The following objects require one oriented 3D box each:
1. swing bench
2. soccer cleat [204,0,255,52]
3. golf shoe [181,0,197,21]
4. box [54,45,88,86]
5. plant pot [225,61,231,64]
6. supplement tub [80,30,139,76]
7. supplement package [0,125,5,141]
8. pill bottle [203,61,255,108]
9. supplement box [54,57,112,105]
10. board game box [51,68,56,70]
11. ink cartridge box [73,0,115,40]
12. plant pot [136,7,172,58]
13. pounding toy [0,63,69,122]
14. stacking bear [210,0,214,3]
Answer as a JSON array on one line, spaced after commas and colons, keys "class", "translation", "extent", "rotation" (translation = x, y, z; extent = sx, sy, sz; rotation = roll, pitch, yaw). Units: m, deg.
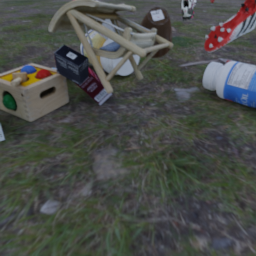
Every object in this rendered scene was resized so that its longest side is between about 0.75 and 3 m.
[{"class": "swing bench", "translation": [-0.393, -2.622, 8.109], "extent": [2.530, 1.642, 2.517], "rotation": [48, 31, 2]}, {"class": "soccer cleat", "translation": [4.170, -3.856, 10.758], "extent": [1.178, 2.767, 0.949], "rotation": [13, 47, -37]}, {"class": "golf shoe", "translation": [2.207, -4.580, 10.249], "extent": [0.521, 0.594, 1.349], "rotation": [-4, 62, 22]}, {"class": "box", "translation": [-1.697, -1.888, 8.464], "extent": [0.916, 0.834, 0.477], "rotation": [31, 59, 10]}, {"class": "plant pot", "translation": [4.876, -2.423, 13.070], "extent": [1.000, 1.001, 0.882], "rotation": [21, 49, 31]}, {"class": "supplement tub", "translation": [-0.928, -3.859, 14.295], "extent": [1.993, 1.993, 2.760], "rotation": [-23, 39, -32]}, {"class": "supplement package", "translation": [-5.312, -0.645, 9.011], "extent": [1.569, 2.133, 2.040], "rotation": [-23, 38, -32]}, {"class": "pill bottle", "translation": [4.602, -1.798, 11.372], "extent": [2.855, 1.602, 1.602], "rotation": [24, 39, 34]}, {"class": "supplement box", "translation": [-1.800, -2.082, 11.220], "extent": [0.723, 2.376, 1.293], "rotation": [-42, 34, 9]}, {"class": "board game box", "translation": [-4.082, -2.620, 13.916], "extent": [1.719, 0.298, 1.085], "rotation": [-10, 33, -16]}, {"class": "ink cartridge box", "translation": [-1.412, -4.808, 12.021], "extent": [0.766, 1.319, 1.828], "rotation": [-45, 60, -2]}, {"class": "plant pot", "translation": [0.979, -3.535, 10.073], "extent": [1.436, 1.536, 1.436], "rotation": [0, 74, -1]}, {"class": "pounding toy", "translation": [-3.859, -1.538, 10.702], "extent": [2.408, 1.860, 2.616], "rotation": [19, 37, 29]}, {"class": "stacking bear", "translation": [2.889, -5.444, 10.968], "extent": [1.162, 0.706, 0.661], "rotation": [16, 39, 1]}]
